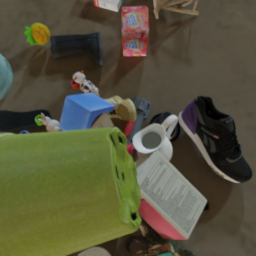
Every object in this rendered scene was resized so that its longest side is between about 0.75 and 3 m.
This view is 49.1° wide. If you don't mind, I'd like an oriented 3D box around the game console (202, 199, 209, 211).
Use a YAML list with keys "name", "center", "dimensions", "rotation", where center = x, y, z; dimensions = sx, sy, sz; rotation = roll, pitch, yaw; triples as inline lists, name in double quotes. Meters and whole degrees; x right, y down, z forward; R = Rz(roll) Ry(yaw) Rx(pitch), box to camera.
- name: "game console"
  center: [1.872, 2.444, 8.715]
  dimensions: [1.286, 0.155, 0.759]
  rotation: [0, 68, 2]

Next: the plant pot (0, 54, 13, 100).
- name: "plant pot"
  center: [-5.652, -2.090, 9.678]
  dimensions: [2.631, 1.763, 2.631]
  rotation: [0, 69, 0]

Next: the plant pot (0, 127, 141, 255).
- name: "plant pot"
  center: [-1.267, 1.099, 4.908]
  dimensions: [2.714, 2.858, 2.858]
  rotation: [-14, 68, 10]

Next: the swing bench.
- name: "swing bench"
  center: [1.910, -5.631, 11.404]
  dimensions: [1.875, 1.216, 1.865]
  rotation: [-5, 69, -2]

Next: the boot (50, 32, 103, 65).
- name: "boot"
  center: [-1.941, -2.916, 10.547]
  dimensions: [1.929, 0.633, 1.590]
  rotation: [-5, 55, -6]

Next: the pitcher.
- name: "pitcher"
  center: [0.938, 0.443, 8.487]
  dimensions: [1.543, 1.798, 1.090]
  rotation: [-39, 65, -7]

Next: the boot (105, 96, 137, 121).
- name: "boot"
  center: [-0.705, -0.513, 8.965]
  dimensions: [1.530, 0.717, 1.969]
  rotation: [-14, 23, -21]

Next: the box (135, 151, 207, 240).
- name: "box"
  center: [0.895, 1.880, 7.719]
  dimensions: [2.065, 1.125, 1.320]
  rotation: [45, 58, -6]

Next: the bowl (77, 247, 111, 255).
- name: "bowl"
  center: [-0.900, 4.341, 7.233]
  dimensions: [0.974, 2.168, 2.168]
  rotation: [46, 70, -26]

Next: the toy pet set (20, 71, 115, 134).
- name: "toy pet set"
  center: [-1.894, -0.471, 8.311]
  dimensions: [2.625, 1.493, 2.811]
  rotation: [30, 72, 29]

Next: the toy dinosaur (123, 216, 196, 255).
- name: "toy dinosaur"
  center: [0.641, 3.329, 8.126]
  dimensions: [2.958, 0.702, 1.304]
  rotation: [40, 69, 17]

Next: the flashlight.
- name: "flashlight"
  center: [-0.026, 0.138, 9.322]
  dimensions: [0.854, 0.851, 2.515]
  rotation: [-9, 55, 44]

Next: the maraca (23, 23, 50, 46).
- name: "maraca"
  center: [-3.430, -3.512, 10.562]
  dimensions: [0.632, 0.810, 1.182]
  rotation: [-5, 22, 34]

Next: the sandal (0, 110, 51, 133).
- name: "sandal"
  center: [-3.756, -0.182, 9.648]
  dimensions: [2.133, 0.510, 0.802]
  rotation: [-3, 67, -15]

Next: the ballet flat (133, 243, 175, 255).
- name: "ballet flat"
  center: [0.579, 3.574, 7.770]
  dimensions: [1.475, 0.555, 0.500]
  rotation: [-22, 106, 7]

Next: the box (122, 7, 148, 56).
- name: "box"
  center: [0.239, -3.396, 10.055]
  dimensions: [0.891, 1.882, 0.966]
  rotation: [0, 81, 1]

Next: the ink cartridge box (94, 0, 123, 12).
- name: "ink cartridge box"
  center: [-1.029, -5.510, 11.799]
  dimensions: [1.551, 0.390, 0.845]
  rotation: [17, 69, 8]

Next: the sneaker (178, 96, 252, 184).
- name: "sneaker"
  center: [2.856, 0.334, 8.623]
  dimensions: [1.131, 1.308, 2.987]
  rotation: [-30, 74, -38]

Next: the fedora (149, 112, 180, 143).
- name: "fedora"
  center: [1.269, -0.105, 9.428]
  dimensions: [1.217, 0.556, 1.217]
  rotation: [2, 59, -3]
